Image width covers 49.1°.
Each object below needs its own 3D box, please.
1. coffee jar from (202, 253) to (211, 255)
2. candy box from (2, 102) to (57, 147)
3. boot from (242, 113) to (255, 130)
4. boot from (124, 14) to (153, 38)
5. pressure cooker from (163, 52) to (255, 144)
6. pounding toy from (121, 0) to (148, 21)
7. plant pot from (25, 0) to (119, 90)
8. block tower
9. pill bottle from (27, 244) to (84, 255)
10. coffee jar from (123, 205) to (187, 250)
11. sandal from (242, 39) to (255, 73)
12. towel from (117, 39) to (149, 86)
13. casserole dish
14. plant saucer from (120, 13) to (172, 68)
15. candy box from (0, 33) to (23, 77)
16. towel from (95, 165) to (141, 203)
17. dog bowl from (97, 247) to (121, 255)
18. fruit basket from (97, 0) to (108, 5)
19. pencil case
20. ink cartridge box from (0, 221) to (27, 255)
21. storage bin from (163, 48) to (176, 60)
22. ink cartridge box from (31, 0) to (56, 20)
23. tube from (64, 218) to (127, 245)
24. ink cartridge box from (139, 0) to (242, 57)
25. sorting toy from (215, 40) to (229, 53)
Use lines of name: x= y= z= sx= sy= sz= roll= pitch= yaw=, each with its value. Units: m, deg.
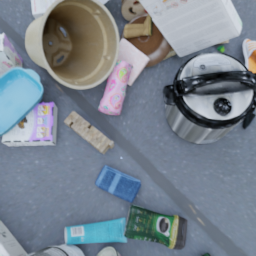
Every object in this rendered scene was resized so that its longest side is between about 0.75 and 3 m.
coffee jar: x=1.996 y=4.372 z=8.318 sx=1.380 sy=0.589 sz=0.720 roll=-25 pitch=100 yaw=-8
candy box: x=-3.375 y=-0.116 z=9.720 sx=1.684 sy=0.602 sz=1.413 roll=-1 pitch=73 yaw=-1
boot: x=4.102 y=-0.402 z=9.972 sx=0.658 sy=0.297 sz=0.803 roll=38 pitch=69 yaw=8
boot: x=0.369 y=-3.721 z=10.124 sx=1.020 sy=0.337 sz=0.893 roll=4 pitch=85 yaw=21
pressure cooker: x=2.550 y=-0.942 z=8.805 sx=2.535 sy=2.838 sz=2.496 roll=40 pitch=77 yaw=12
pounding toy: x=0.572 y=-4.578 z=10.612 sx=2.745 sy=1.570 sz=1.575 roll=7 pitch=62 yaw=-17
plant pot: x=-2.130 y=-2.801 z=9.283 sx=2.506 sy=2.737 sz=2.737 roll=20 pitch=69 yaw=48
block tower: x=-1.365 y=0.180 z=9.684 sx=1.873 sy=0.506 sz=0.542 roll=36 pitch=77 yaw=11
pill bottle: x=-2.255 y=3.987 z=7.313 sx=1.482 sy=2.602 sz=1.482 roll=-3 pitch=81 yaw=19
coffee jar: x=0.860 y=3.066 z=8.607 sx=1.880 sy=0.802 sz=0.980 roll=13 pitch=55 yaw=4
sandal: x=4.656 y=-2.442 z=10.036 sx=0.875 sy=0.654 sz=2.283 roll=31 pitch=51 yaw=-23
towel: x=-0.039 y=-2.394 z=10.288 sx=1.305 sy=0.210 sz=1.247 roll=41 pitch=113 yaw=13
casserole dish: x=-3.997 y=-0.821 z=9.359 sx=1.636 sy=0.524 sz=2.701 roll=39 pitch=77 yaw=13
plant saucer: x=0.621 y=-3.321 z=10.365 sx=2.126 sy=0.389 sz=2.126 roll=-2 pitch=84 yaw=19
candy box: x=-5.018 y=-2.477 z=9.860 sx=2.036 sy=1.708 sz=0.728 roll=-4 pitch=73 yaw=-1
towel: x=-0.329 y=1.828 z=9.155 sx=1.407 sy=0.341 sz=0.785 roll=23 pitch=66 yaw=13
dog bowl: x=-0.606 y=4.282 z=7.954 sx=0.590 sy=1.600 sz=1.600 roll=37 pitch=75 yaw=-17
fruit basket: x=-1.179 y=-5.270 z=10.422 sx=2.643 sy=1.239 sz=2.448 roll=-18 pitch=67 yaw=36
pencil case: x=-0.444 y=-1.421 z=9.770 sx=0.858 sy=0.858 sz=1.963 roll=14 pitch=85 yaw=4
ink cartridge box: x=-4.744 y=3.615 z=8.272 sx=2.094 sy=1.183 sz=2.858 roll=-43 pitch=78 yaw=-12
storage bin: x=1.120 y=-3.333 z=10.667 sx=1.449 sy=0.679 sz=1.439 roll=-26 pitch=75 yaw=-8
ink cartridge box: x=-3.221 y=-4.822 z=11.216 sx=1.152 sy=0.493 sz=0.850 roll=-9 pitch=73 yaw=-1
tube: x=-0.965 y=3.236 z=8.650 sx=1.925 sy=0.485 sz=0.745 roll=2 pitch=75 yaw=-19
ink cartridge box: x=1.933 y=-3.696 z=8.834 sx=2.255 sy=2.803 sz=0.702 roll=-11 pitch=47 yaw=42
sorting toy: x=3.465 y=-3.422 z=10.863 sx=0.839 sy=0.167 sz=1.135 roll=1 pitch=79 yaw=26
